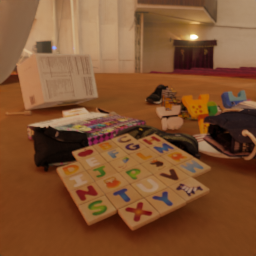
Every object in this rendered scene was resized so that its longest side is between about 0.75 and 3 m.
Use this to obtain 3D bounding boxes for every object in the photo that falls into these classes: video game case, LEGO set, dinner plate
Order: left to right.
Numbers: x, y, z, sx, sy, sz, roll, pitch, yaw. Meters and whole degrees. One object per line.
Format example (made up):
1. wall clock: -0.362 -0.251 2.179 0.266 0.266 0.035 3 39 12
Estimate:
1. video game case: -1.001 0.040 7.144 2.048 0.405 2.259 10 17 35
2. LEGO set: 1.775 -0.901 9.637 1.315 0.991 1.710 3 11 2
3. LEGO set: 2.210 -0.254 7.508 2.720 1.116 1.038 -5 -17 -2
4. dinner plate: 2.084 0.404 6.106 1.606 0.195 1.606 -1 14 0

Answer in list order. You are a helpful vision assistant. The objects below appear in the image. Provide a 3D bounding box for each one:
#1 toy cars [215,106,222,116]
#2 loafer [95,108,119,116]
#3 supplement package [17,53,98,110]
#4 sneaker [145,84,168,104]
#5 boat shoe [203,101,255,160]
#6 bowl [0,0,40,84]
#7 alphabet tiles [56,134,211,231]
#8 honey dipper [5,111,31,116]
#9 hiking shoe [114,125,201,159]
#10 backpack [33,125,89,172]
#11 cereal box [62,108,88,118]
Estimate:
1. toy cars: 3.237 -0.450 9.307 0.801 0.395 1.786 -20 17 -28
2. loafer: -0.586 -0.333 8.670 1.371 0.431 0.493 13 19 43
3. supplement package: -2.808 -1.840 11.239 2.397 1.806 1.819 -12 3 -41
4. sneaker: 1.358 -1.630 13.127 0.710 0.821 1.875 15 19 24
5. boat shoe: 2.547 0.317 4.821 1.305 1.051 2.815 -17 23 -22
6. bowl: -2.307 -1.455 3.372 2.059 2.062 0.770 26 38 -19
7. alphabet tiles: 0.014 0.600 4.083 1.817 0.069 2.184 -18 25 -22
8. honey dipper: -3.966 -0.514 10.081 0.931 0.177 0.177 -4 13 3
9. hiking shoe: 0.512 0.314 5.379 1.722 0.652 0.867 3 7 7
10. backpack: -1.233 0.305 5.207 0.989 0.825 0.626 -3 12 -24
11. cereal box: -1.766 -0.437 9.483 0.803 0.221 1.116 -10 17 -17
